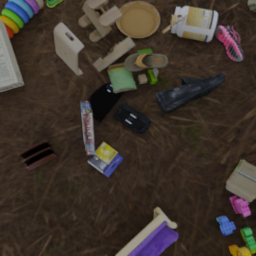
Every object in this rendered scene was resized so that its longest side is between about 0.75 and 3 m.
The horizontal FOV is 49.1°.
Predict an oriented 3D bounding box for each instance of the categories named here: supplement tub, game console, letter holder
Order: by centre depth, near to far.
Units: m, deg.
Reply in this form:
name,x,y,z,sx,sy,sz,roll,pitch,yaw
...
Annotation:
name,x,y,z,sx,sy,sz,roll,pitch,yaw
letter holder,-3.313,0.997,10.201,1.111,0.790,0.559,-28,74,-9
game console,-0.379,-0.614,10.991,2.617,0.316,1.544,34,75,12
supplement tub,2.736,-4.364,11.731,1.710,1.235,1.235,13,72,5

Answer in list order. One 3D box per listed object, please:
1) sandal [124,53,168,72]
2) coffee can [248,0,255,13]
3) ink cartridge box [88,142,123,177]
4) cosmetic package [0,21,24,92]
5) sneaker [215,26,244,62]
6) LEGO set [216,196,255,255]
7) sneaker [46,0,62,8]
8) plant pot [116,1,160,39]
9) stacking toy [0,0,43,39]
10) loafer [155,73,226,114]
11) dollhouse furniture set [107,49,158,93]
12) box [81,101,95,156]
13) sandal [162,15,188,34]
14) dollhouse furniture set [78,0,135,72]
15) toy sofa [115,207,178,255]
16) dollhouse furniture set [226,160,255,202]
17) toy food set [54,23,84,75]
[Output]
name,x,y,z,sx,sy,sz,roll,pitch,yaw
sandal,0.664,-2.509,10.602,1.667,0.450,0.670,-2,99,7
coffee can,5.956,-5.732,12.441,1.011,0.740,0.740,-39,76,-11
ink cartridge box,-0.831,1.166,10.382,0.962,0.226,0.951,34,66,12
cosmetic package,-5.189,-2.768,10.916,1.337,0.944,2.582,-16,93,-5
sneaker,4.485,-3.642,11.855,0.855,0.708,1.793,-19,74,-18
LEGO set,3.790,3.722,9.106,1.080,1.162,2.831,-17,73,-5
sneaker,-3.268,-5.870,12.653,0.380,0.429,1.027,37,75,12
plant pot,0.426,-4.726,12.368,1.946,0.267,1.946,0,73,0
stacking toy,-4.928,-4.570,11.885,1.266,1.266,2.965,29,78,9
loafer,2.431,-1.556,10.933,2.872,0.975,1.008,-26,82,-5
dollhouse furniture set,0.166,-2.239,11.046,1.818,0.912,1.191,-14,68,-12
box,-1.429,0.002,9.912,0.325,1.629,1.116,-6,28,-11
sandal,1.753,-4.202,10.947,1.208,0.443,0.397,-38,100,1
dollhouse furniture set,-1.152,-3.727,11.122,1.594,2.103,2.399,-40,103,-13
toy sofa,0.472,3.897,9.102,2.577,1.067,1.257,-39,75,-12
dollhouse furniture set,4.594,2.334,9.941,2.113,1.061,1.385,30,54,29
toy food set,-1.905,-2.581,9.360,0.478,1.583,1.136,-40,80,-20
